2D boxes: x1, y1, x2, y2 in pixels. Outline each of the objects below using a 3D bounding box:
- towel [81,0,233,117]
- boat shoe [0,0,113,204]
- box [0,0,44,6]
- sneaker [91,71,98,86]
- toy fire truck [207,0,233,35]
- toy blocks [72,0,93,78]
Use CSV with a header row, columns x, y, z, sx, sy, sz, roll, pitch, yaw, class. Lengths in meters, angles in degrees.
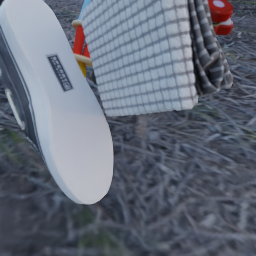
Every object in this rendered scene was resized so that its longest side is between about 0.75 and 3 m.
x,y,z,sx,sy,sz,roll,pitch,yaw,class
0.218,-0.959,3.241,0.794,1.536,1.855,-15,6,-30,towel
-1.083,-0.282,3.713,0.929,2.741,0.983,-20,5,42,boat shoe
-2.180,-2.317,5.002,2.282,0.939,0.561,-24,25,40,box
0.062,-2.275,6.250,2.825,1.631,1.060,-32,6,13,sneaker
1.765,-3.552,8.634,2.692,1.510,2.261,-5,57,-14,toy fire truck
-1.550,-2.087,6.929,1.951,2.341,0.850,16,3,22,toy blocks
